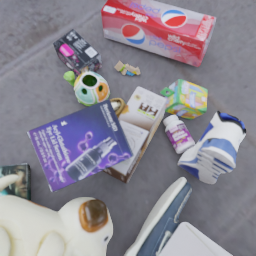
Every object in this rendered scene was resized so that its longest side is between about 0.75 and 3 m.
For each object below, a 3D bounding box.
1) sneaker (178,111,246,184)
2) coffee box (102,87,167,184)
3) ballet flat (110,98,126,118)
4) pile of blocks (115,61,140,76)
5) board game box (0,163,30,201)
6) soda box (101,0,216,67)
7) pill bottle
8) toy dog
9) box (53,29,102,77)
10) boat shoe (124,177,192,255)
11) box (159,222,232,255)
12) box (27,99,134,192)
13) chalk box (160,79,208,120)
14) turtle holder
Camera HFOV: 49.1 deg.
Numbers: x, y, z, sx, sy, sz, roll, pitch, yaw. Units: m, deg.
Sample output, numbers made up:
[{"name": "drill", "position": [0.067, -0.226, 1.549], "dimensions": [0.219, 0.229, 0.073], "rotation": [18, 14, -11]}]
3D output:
[{"name": "sneaker", "position": [1.980, 0.407, 6.234], "dimensions": [0.911, 2.256, 1.303], "rotation": [35, 72, 6]}, {"name": "coffee box", "position": [0.098, 0.201, 6.844], "dimensions": [0.818, 1.174, 2.053], "rotation": [26, 72, 12]}, {"name": "ballet flat", "position": [-0.958, -0.300, 7.321], "dimensions": [1.956, 0.616, 0.671], "rotation": [-27, 75, -8]}, {"name": "pile of blocks", "position": [-0.006, -1.680, 8.039], "dimensions": [0.754, 0.310, 0.234], "rotation": [21, 29, -2]}, {"name": "board game box", "position": [-3.649, 1.812, 6.451], "dimensions": [2.641, 0.372, 1.786], "rotation": [-5, 62, -9]}, {"name": "soda box", "position": [0.789, -2.779, 7.826], "dimensions": [2.981, 1.044, 0.945], "rotation": [21, 66, 12]}, {"name": "pill bottle", "position": [1.282, 0.145, 7.218], "dimensions": [0.520, 0.520, 0.926], "rotation": [-24, 73, -8]}, {"name": "toy dog", "position": [-1.586, 2.160, 5.541], "dimensions": [2.577, 1.798, 2.499], "rotation": [-4, 52, -12]}, {"name": "box", "position": [-1.399, -2.043, 7.897], "dimensions": [0.770, 0.669, 1.166], "rotation": [-42, 77, -14]}, {"name": "boat shoe", "position": [0.695, 2.411, 6.137], "dimensions": [0.873, 1.057, 2.823], "rotation": [34, 72, 9]}, {"name": "box", "position": [1.309, 3.552, 4.149], "dimensions": [2.464, 2.877, 2.863], "rotation": [36, 84, 0]}, {"name": "box", "position": [-0.897, 0.337, 5.578], "dimensions": [1.682, 0.877, 1.245], "rotation": [-24, 87, -6]}, {"name": "chalk box", "position": [1.382, -0.754, 7.246], "dimensions": [1.119, 0.696, 0.693], "rotation": [15, 70, -18]}, {"name": "turtle holder", "position": [-1.052, -1.152, 7.500], "dimensions": [0.894, 0.836, 1.177], "rotation": [-33, 74, -10]}]
